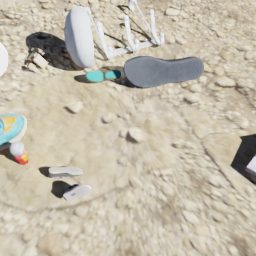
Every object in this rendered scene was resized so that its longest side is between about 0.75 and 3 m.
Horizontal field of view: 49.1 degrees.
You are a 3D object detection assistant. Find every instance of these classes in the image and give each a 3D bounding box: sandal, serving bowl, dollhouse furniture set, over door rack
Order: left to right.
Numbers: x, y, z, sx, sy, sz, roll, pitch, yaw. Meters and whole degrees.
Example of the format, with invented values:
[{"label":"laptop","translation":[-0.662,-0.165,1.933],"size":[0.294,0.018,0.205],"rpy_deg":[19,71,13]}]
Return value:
[{"label":"dollhouse furniture set","translation":[-3.108,-2.232,9.369],"size":[0.877,0.428,0.748],"rpy_deg":[23,74,48]},{"label":"serving bowl","translation":[-1.590,-2.731,8.638],"size":[0.605,1.840,1.840],"rpy_deg":[-14,55,-17]},{"label":"over door rack","translation":[-0.235,-3.785,9.998],"size":[2.115,0.954,2.863],"rpy_deg":[-18,56,-13]},{"label":"sandal","translation":[1.064,-1.764,8.646],"size":[2.466,0.938,0.528],"rpy_deg":[-2,27,-10]}]

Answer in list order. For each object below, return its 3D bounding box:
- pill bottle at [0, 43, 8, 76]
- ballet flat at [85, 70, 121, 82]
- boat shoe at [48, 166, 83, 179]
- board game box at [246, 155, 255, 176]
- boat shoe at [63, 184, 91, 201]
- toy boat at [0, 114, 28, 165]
[{"label":"pill bottle","translation":[-5.150,-2.656,8.828],"size":[2.665,1.516,1.516],"rpy_deg":[38,63,24]},{"label":"ballet flat","translation":[-0.784,-1.637,8.787],"size":[1.103,0.399,0.374],"rpy_deg":[-10,97,-10]},{"label":"boat shoe","translation":[-1.541,1.117,6.903],"size":[0.824,0.235,0.276],"rpy_deg":[4,34,-13]},{"label":"board game box","translation":[3.594,0.920,6.832],"size":[0.987,0.215,0.992],"rpy_deg":[34,69,31]},{"label":"boat shoe","translation":[-1.128,1.384,6.392],"size":[0.763,0.285,0.354],"rpy_deg":[-22,21,23]},{"label":"toy boat","translation":[-3.113,0.238,7.200],"size":[1.396,0.772,1.661],"rpy_deg":[-37,62,-24]}]
